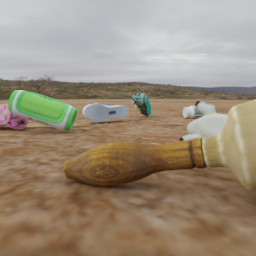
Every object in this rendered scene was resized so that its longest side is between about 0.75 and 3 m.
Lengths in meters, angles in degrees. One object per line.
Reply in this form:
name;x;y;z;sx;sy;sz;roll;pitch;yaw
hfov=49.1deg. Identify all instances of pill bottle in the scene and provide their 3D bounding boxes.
pill bottle;2.855;-0.668;11.872;0.955;0.556;0.556;-2;7;-13

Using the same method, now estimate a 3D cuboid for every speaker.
speaker;-2.298;-0.473;7.588;1.691;0.748;0.748;18;6;-4

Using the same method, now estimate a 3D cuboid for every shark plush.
shark plush;2.097;0.065;5.554;2.197;0.998;0.915;0;-25;42

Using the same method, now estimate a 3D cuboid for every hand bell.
hand bell;0.621;0.271;2.901;2.967;1.545;1.545;-10;3;20

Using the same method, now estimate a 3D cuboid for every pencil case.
pencil case;-3.988;-0.352;8.439;1.911;0.791;0.827;2;-15;19

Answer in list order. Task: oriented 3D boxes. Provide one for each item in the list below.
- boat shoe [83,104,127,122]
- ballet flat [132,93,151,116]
boat shoe;-0.908;-0.610;10.287;1.861;0.651;0.617;-9;11;-37
ballet flat;0.575;-1.040;12.276;0.748;0.748;2.015;1;-17;11
